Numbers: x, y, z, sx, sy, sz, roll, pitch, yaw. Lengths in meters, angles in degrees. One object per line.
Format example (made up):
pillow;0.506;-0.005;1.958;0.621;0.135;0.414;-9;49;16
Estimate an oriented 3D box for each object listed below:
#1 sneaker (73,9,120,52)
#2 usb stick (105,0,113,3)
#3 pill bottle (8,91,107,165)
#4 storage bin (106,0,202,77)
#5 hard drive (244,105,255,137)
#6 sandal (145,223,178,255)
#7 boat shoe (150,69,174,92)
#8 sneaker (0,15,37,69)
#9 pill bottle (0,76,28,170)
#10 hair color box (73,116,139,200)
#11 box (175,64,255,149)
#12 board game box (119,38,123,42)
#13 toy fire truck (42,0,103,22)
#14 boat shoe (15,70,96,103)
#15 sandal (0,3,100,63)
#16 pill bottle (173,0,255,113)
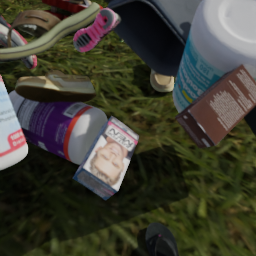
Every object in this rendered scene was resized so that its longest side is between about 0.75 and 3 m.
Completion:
sneaker;-0.565;-1.803;5.279;1.078;0.426;0.514;-27;7;32
usb stick;-0.358;-4.122;9.255;0.223;0.379;1.367;-40;57;-11
pill bottle;-1.962;-0.149;7.372;2.642;1.485;1.485;20;48;20
storage bin;0.875;-2.682;6.831;1.868;2.567;1.724;9;68;50
hard drive;3.282;-1.078;5.991;0.399;2.424;1.692;9;42;-18
sandal;0.731;2.545;5.425;0.604;0.385;1.607;-6;45;-6
boat shoe;1.194;-2.102;9.904;0.794;0.715;2.202;1;45;1
sneaker;-3.279;-2.353;7.413;0.770;2.062;0.831;-45;17;0
pill bottle;-2.739;-0.563;4.422;1.463;2.690;1.463;-16;12;3
hair color box;-0.245;0.356;3.633;0.507;0.307;1.013;36;42;-10
box;1.250;-0.290;3.777;1.126;0.422;0.564;-39;92;-21
board game box;0.061;-3.205;9.402;0.112;0.502;0.958;23;34;31
toy fire truck;-2.475;-5.808;13.219;2.933;1.645;2.463;22;30;20
boat shoe;-1.600;-0.946;6.238;1.835;0.679;0.609;1;68;-43
sandal;-1.823;-2.090;5.826;2.840;0.810;1.128;-41;29;-28
pill bottle;1.800;-1.002;5.448;1.656;2.989;1.656;0;65;-1
